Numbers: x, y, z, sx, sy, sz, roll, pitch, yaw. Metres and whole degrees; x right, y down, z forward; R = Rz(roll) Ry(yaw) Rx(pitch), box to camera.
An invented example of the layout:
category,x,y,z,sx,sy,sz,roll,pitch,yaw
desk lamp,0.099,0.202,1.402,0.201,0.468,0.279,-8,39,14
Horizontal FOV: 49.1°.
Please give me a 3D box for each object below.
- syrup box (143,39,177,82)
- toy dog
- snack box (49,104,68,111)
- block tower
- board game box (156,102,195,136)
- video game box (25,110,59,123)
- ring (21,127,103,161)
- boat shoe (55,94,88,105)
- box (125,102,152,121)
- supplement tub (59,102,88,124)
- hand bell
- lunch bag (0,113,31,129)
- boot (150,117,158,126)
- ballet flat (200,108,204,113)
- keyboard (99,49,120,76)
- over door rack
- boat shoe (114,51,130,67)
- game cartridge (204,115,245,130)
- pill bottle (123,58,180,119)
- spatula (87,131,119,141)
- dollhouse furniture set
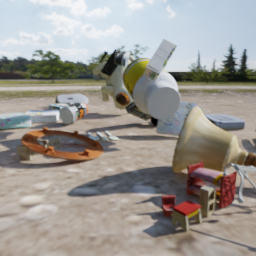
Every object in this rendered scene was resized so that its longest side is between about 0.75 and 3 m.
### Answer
category,x,y,z,sx,sy,sz,roll,pitch,yaw
syrup box,0.889,-1.886,7.821,0.456,1.119,0.441,29,-21,2
toy dog,-0.254,-2.068,13.940,2.477,2.555,1.782,-27,-20,30
snack box,-3.783,-1.157,15.754,0.816,0.260,1.404,-10,15,-39
block tower,-2.315,0.504,7.366,0.377,0.352,1.305,6,12,23
board game box,1.582,-0.303,9.340,1.144,1.139,0.248,7,-15,24
video game box,-3.812,-0.522,12.391,1.420,0.365,1.559,1,11,-9
ring,-1.679,0.355,7.348,2.119,0.203,2.119,13,13,-3
boat shoe,-3.505,-1.701,17.330,2.087,0.716,0.591,0,-14,-35
box,0.710,-0.773,11.016,1.066,0.325,1.322,-34,-33,29
supplement tub,-2.180,-0.636,11.404,0.724,0.724,1.181,6,20,26
hand bell,2.427,0.663,5.374,2.807,1.461,1.461,19,18,22
lunch bag,-4.417,-0.245,10.712,1.264,0.487,1.014,-8,17,-34
boot,1.495,-0.402,11.494,1.244,0.562,1.518,-11,14,-22
ballet flat,3.351,-0.886,14.272,1.045,0.395,0.334,6,37,44
keyboard,-0.750,-2.623,11.130,0.794,1.249,0.129,22,43,-21
over door rack,2.209,1.055,4.149,1.044,0.471,1.413,8,20,-27
boat shoe,-0.253,-2.529,10.264,0.515,0.556,1.507,13,26,1
game cartridge,3.781,-0.248,11.132,1.238,0.386,1.859,3,11,-4
pill bottle,0.722,-1.259,8.870,1.398,1.398,2.495,-3,28,-13
spatula,-0.904,0.253,9.247,0.905,0.105,1.302,-5,13,-18
dollhouse furniture set,1.052,1.001,4.429,1.349,0.549,0.726,-10,15,-40
